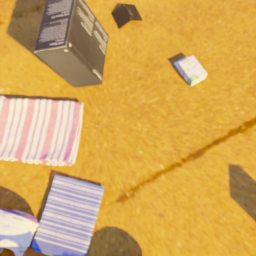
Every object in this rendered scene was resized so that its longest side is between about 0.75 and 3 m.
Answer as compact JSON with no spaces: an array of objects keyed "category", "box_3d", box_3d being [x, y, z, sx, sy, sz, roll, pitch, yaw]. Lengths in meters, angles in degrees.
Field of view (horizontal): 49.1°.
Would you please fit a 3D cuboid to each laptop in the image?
[{"category":"laptop","box_3d":[-0.043,-3.886,9.794,0.806,0.467,0.755,-12,70,-34]}]

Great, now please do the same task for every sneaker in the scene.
[{"category":"sneaker","box_3d":[-3.682,2.586,7.184,2.517,0.942,1.254,14,72,5]}]

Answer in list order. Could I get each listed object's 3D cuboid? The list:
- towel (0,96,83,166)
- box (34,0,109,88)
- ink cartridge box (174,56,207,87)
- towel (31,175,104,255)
[{"category":"towel","box_3d":[-2.793,0.043,8.305,2.733,0.409,2.000,5,71,2]},{"category":"box","box_3d":[-1.525,-2.453,8.115,1.043,2.004,1.825,-4,67,22]},{"category":"ink cartridge box","box_3d":[1.981,-1.898,8.971,0.585,0.336,0.999,-29,72,-10]},{"category":"towel","box_3d":[-1.620,2.422,7.595,1.485,0.245,2.051,14,73,4]}]
